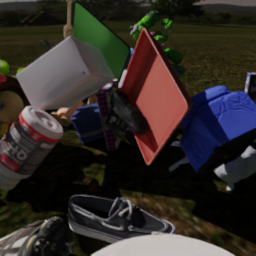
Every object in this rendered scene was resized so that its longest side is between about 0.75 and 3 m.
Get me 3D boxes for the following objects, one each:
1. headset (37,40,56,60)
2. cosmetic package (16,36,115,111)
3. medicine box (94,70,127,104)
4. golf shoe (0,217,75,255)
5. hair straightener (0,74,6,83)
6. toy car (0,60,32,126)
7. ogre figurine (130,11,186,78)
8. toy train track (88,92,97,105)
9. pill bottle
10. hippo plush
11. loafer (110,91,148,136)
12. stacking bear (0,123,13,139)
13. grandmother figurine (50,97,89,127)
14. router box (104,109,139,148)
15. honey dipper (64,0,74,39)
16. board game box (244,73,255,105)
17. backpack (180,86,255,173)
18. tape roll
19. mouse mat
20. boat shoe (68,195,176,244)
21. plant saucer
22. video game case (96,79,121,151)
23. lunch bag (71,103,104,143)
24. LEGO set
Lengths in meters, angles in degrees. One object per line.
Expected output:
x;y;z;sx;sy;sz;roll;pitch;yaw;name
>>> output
-2.457;-1.757;8.151;0.766;1.630;1.007;8;43;-35;headset
-1.460;-1.258;6.919;1.656;1.021;1.661;-29;-1;17;cosmetic package
-0.499;-1.806;11.190;1.853;0.954;1.688;2;50;30;medicine box
-1.707;2.067;3.716;1.026;0.844;2.172;-10;15;35;golf shoe
-3.178;-0.532;5.515;0.545;1.025;2.663;33;11;-18;hair straightener
-3.296;-0.622;7.296;1.446;1.506;1.833;16;36;-9;toy car
0.689;-1.965;6.848;1.044;1.742;0.854;-26;20;-34;ogre figurine
-1.113;-0.870;9.706;0.235;1.447;0.830;-19;47;34;toy train track
-2.256;0.470;5.993;0.951;1.717;0.951;38;10;-8;pill bottle
2.127;0.475;6.344;1.843;1.468;1.482;-10;24;-23;hippo plush
-0.003;-0.268;5.844;0.398;0.411;1.172;-11;54;-43;loafer
-3.553;-0.051;8.469;1.570;0.953;0.893;13;32;11;stacking bear
-1.774;-0.949;9.833;1.215;0.607;2.004;26;56;6;grandmother figurine
0.278;-0.603;7.540;0.628;2.021;1.515;24;-9;20;router box
-1.644;-3.030;7.742;0.292;0.292;1.538;-6;-19;-14;honey dipper
4.382;-0.876;9.104;1.211;1.788;0.309;2;23;6;board game box
1.610;0.066;5.173;1.202;1.479;1.241;-19;60;-12;backpack
0.452;2.396;2.820;3.008;0.550;3.008;0;25;0;tape roll
-0.928;-2.310;8.498;2.102;2.612;0.098;42;66;4;mouse mat
-0.135;1.547;4.841;1.945;0.659;0.698;8;24;18;boat shoe
0.460;-0.535;5.267;0.341;1.855;1.859;-7;58;-24;plant saucer
-0.453;-0.424;8.179;0.301;1.680;1.523;-5;21;13;video game case
-1.096;-0.149;8.498;0.936;0.911;1.378;-14;19;6;lunch bag
0.310;-1.299;8.444;1.132;2.969;1.218;2;23;-8;LEGO set
